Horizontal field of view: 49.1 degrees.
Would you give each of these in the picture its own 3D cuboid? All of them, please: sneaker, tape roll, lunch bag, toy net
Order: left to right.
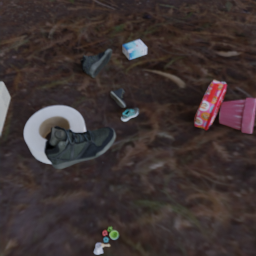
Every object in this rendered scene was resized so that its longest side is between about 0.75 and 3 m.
[{"bbox_3d":[-2.764,0.237,10.839,2.301,0.805,2.301,0,52,0],"label":"tape roll"},{"bbox_3d":[-1.635,0.428,9.096,2.400,1.374,0.917,-20,50,3],"label":"sneaker"},{"bbox_3d":[-1.603,-3.350,13.647,1.101,0.735,1.922,30,63,13],"label":"sneaker"},{"bbox_3d":[-0.746,3.509,8.723,0.915,0.177,0.480,-38,61,-25],"label":"toy net"},{"bbox_3d":[-0.289,-1.358,12.314,0.579,0.408,1.090,-29,57,-18],"label":"sneaker"},{"bbox_3d":[0.090,-0.628,11.761,0.894,0.408,0.347,-36,60,-25],"label":"sneaker"},{"bbox_3d":[3.313,-1.009,11.265,0.766,1.648,1.871,23,56,17],"label":"lunch bag"}]

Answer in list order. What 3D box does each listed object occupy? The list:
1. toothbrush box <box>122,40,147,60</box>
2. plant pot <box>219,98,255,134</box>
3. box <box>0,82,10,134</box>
[{"bbox_3d":[0.330,-4.005,14.340,1.039,0.443,0.761,-22,56,-18],"label":"toothbrush box"},{"bbox_3d":[4.367,-0.539,11.200,1.249,1.396,1.396,9,51,26],"label":"plant pot"},{"bbox_3d":[-5.598,-0.604,11.343,0.892,1.072,2.609,-3,51,-1],"label":"box"}]
